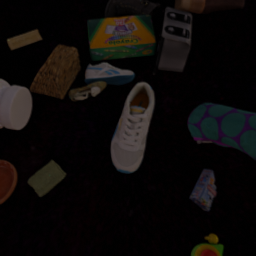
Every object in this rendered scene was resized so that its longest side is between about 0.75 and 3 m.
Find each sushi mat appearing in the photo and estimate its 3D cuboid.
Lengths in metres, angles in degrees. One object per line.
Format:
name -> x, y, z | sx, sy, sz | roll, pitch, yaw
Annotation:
sushi mat -> -4.095, -3.478, 11.057 | 1.281, 0.078, 0.613 | -23, 67, -10

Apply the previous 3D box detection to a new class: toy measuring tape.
toy measuring tape -> 1.931, 3.828, 7.282 | 0.793, 0.793, 2.154 | 16, 67, 8

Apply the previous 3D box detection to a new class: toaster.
toaster -> 1.590, -3.025, 10.024 | 1.081, 1.822, 1.647 | 10, 58, 2

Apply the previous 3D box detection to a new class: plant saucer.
plant saucer -> -4.021, 1.687, 8.401 | 1.484, 0.240, 1.484 | -7, 56, 11

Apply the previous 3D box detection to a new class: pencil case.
pencil case -> 3.035, 0.144, 7.813 | 1.230, 2.891, 1.336 | 28, 88, -31

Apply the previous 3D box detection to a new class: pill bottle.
pill bottle -> -4.724, -0.831, 8.911 | 2.884, 1.670, 1.670 | 10, 65, 5

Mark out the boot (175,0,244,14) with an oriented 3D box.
boot -> 2.929, -4.777, 10.532 | 2.184, 0.950, 2.625 | 1, 32, 0

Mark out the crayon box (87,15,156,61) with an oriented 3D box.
crayon box -> -0.264, -3.438, 10.675 | 2.440, 0.711, 1.449 | -6, 64, -3

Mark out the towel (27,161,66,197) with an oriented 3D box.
towel -> -2.491, 1.555, 8.611 | 1.022, 0.186, 0.758 | -42, 66, -18

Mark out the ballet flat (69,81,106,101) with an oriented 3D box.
ballet flat -> -1.388, -1.243, 9.780 | 1.375, 0.486, 0.486 | -16, 66, -2

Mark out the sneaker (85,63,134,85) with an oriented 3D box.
sneaker -> -0.657, -1.959, 10.005 | 1.768, 0.676, 0.714 | 0, 69, 0

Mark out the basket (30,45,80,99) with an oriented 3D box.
basket -> -2.592, -2.050, 9.578 | 1.295, 1.241, 1.738 | 15, 56, 11

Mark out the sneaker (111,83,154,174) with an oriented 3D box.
sneaker -> 0.123, -0.047, 8.836 | 1.130, 1.193, 2.955 | 11, 67, 3

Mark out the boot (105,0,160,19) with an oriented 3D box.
boot -> 0.180, -4.779, 11.342 | 1.697, 0.675, 1.950 | 33, 67, 15

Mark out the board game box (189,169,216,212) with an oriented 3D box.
board game box -> 2.261, 1.771, 8.054 | 0.313, 1.015, 1.014 | 5, 62, 44
